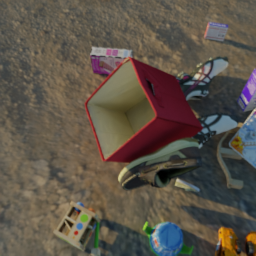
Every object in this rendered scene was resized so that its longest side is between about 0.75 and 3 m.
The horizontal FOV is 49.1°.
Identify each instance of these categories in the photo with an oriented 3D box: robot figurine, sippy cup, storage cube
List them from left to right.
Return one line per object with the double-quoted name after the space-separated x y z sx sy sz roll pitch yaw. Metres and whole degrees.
0.442 -0.393 9.056 2.427 2.700 2.308 10 49 -44 "storage cube"
1.169 3.256 8.263 1.366 1.001 1.072 -7 61 -5 "sippy cup"
3.278 4.196 7.888 1.814 0.728 2.502 6 60 3 "robot figurine"

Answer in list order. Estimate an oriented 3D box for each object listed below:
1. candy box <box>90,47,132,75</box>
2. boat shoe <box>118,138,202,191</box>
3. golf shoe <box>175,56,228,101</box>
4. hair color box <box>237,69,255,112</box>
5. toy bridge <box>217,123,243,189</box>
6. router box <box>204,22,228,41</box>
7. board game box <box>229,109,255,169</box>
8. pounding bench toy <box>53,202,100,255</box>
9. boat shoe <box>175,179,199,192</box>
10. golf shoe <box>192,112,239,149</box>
-0.674 -2.727 11.601 1.656 1.130 0.505 4 62 3 "candy box"
0.843 1.293 8.228 1.067 2.915 0.945 22 44 -39 "boat shoe"
2.896 -1.837 11.278 2.973 1.148 1.310 -29 81 -10 "golf shoe"
4.933 -1.455 10.411 1.048 1.918 0.621 -14 59 -8 "hair color box"
3.624 0.924 9.967 0.862 0.349 2.565 10 61 6 "toy bridge"
4.002 -4.367 12.735 0.872 0.783 0.213 11 62 6 "router box"
5.026 0.503 9.841 2.194 0.284 2.194 41 74 7 "board game box"
-1.255 3.043 8.443 1.454 0.904 1.134 24 63 13 "pounding bench toy"
1.985 1.995 9.437 0.817 0.294 0.254 21 79 20 "boat shoe"
2.602 0.262 10.014 2.781 1.081 1.314 -10 63 7 "golf shoe"
